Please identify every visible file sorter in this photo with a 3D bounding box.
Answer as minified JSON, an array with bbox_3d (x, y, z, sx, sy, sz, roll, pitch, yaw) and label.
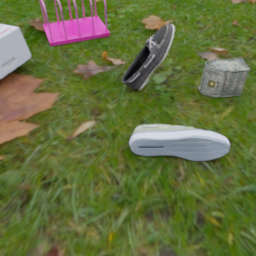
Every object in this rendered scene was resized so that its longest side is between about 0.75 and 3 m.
[{"bbox_3d":[-2.317,-4.824,11.904,2.573,1.614,1.788,-15,46,-15],"label":"file sorter"}]

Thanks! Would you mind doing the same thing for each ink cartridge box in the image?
[{"bbox_3d":[-5.199,-2.725,9.801,2.832,1.176,2.076,18,51,27],"label":"ink cartridge box"}]

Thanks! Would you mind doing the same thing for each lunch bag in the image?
[{"bbox_3d":[3.013,-1.582,9.008,1.348,1.106,0.793,-5,46,-5],"label":"lunch bag"}]

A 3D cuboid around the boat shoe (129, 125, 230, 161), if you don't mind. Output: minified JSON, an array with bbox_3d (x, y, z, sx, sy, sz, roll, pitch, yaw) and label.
[{"bbox_3d":[1.313,0.262,7.337,2.547,0.917,0.790,4,42,7],"label":"boat shoe"}]

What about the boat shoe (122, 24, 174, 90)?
[{"bbox_3d":[0.580,-2.174,8.713,0.682,2.394,0.800,12,40,-26],"label":"boat shoe"}]
